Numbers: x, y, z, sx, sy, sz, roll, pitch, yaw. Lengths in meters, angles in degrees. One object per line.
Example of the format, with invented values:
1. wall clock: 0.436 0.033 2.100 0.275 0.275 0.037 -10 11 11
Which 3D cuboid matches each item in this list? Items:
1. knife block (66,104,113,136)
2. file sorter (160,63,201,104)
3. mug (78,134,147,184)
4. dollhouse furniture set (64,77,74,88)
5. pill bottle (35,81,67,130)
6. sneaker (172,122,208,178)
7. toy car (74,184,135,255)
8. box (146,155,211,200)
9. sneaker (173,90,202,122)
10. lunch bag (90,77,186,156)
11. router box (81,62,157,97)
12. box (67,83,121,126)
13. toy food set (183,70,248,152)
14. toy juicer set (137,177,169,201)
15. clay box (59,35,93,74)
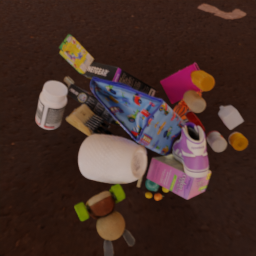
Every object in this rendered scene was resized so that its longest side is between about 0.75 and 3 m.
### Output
1. knife block: -1.336 -0.041 9.967 0.574 1.794 1.575 -46 104 -22
2. file sorter: 2.026 -1.647 10.167 1.325 0.921 0.831 -25 10 26
3. mug: -0.230 0.865 8.310 1.659 1.397 1.892 4 17 35
4. dollhouse furniture set: -2.592 -1.590 11.041 0.818 0.399 0.697 -37 24 15
5. pill bottle: -2.687 -0.785 9.874 0.928 1.629 0.928 15 44 -15
6. sneaker: 1.896 0.420 8.537 0.873 1.374 2.409 -8 12 -3
7. toy car: -0.510 2.548 7.531 1.311 1.259 1.596 -24 76 -15
8. box: 1.599 1.484 8.820 1.493 0.722 1.313 22 13 34
9. sneaker: 2.509 -1.234 11.839 0.866 1.251 2.232 23 48 22
10. lunch bag: 0.089 -0.531 9.032 2.901 2.184 1.365 33 92 34
11. router box: -0.428 -1.763 10.692 1.916 0.656 2.569 24 2 -37
12. box: -1.204 -0.850 10.890 2.108 1.689 0.467 34 93 12
13. toy food set: 2.716 -0.452 9.345 1.393 2.919 1.313 -37 20 11
14. toy juicer set: 0.721 1.938 9.205 1.140 0.310 0.725 31 72 20
15. clay box: -1.749 -2.430 9.264 0.278 1.168 0.671 1 55 49
